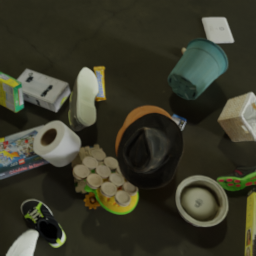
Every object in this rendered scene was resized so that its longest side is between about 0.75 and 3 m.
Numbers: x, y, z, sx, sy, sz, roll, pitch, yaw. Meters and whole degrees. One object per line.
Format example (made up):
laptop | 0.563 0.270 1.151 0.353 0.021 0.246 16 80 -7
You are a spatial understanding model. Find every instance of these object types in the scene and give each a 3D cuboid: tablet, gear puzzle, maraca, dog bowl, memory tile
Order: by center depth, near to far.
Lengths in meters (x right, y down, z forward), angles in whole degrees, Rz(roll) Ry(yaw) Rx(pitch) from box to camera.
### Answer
memory tile | -0.595 1.535 8.854 2.019 0.170 1.548 31 35 10
maraca | -0.558 2.013 9.241 1.933 1.034 1.325 34 53 4
dog bowl | 2.363 2.482 9.273 1.706 0.629 1.706 0 57 0
gear puzzle | -1.337 1.742 9.987 1.228 0.310 2.371 -12 59 -8
tablet | 4.653 -5.115 14.603 1.298 0.136 1.994 -1 57 -1

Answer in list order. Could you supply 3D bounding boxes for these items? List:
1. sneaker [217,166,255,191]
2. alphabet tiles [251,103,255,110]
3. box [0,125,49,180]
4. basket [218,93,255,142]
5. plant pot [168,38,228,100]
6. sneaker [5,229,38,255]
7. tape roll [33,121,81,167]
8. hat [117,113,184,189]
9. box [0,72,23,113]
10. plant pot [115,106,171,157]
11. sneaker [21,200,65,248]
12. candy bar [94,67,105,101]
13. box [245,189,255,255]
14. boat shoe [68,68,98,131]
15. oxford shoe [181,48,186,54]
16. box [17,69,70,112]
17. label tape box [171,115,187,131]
sneaker | 3.910 1.745 9.878 1.637 0.628 0.686 -10 27 -2
alphabet tiles | 5.889 -0.667 11.169 1.926 0.141 1.884 4 51 34
box | -4.001 0.899 10.442 2.177 0.410 1.487 -18 58 -12
basket | 4.322 -0.371 10.569 1.337 1.085 1.349 48 60 -21
plant pot | 2.806 -2.341 11.817 1.992 1.992 1.951 33 71 20
sneaker | -3.099 4.339 7.952 1.207 1.032 2.771 15 66 1
tape roll | -2.425 0.547 9.581 1.337 0.918 1.337 -16 51 20
hat | 0.445 0.615 8.344 2.388 0.963 2.388 -8 74 28
box | -5.363 -1.658 11.597 2.219 1.302 0.537 25 40 15
plant pot | 0.726 0.340 10.065 2.396 1.677 2.396 1 56 -1
sneaker | -2.682 2.911 8.858 2.008 0.831 0.720 36 63 21
candy bar | -1.265 -1.966 12.445 0.496 0.220 1.988 -4 57 -3
box | 4.239 3.264 8.745 0.964 0.642 2.563 12 57 8
boat shoe | -1.875 -1.215 11.448 1.069 0.894 2.991 28 44 -35
oxford shoe | 2.793 -3.625 13.517 0.278 0.290 0.784 -11 57 -7
box | -3.719 -1.606 11.967 2.131 0.641 1.243 19 59 13
label tape box | 1.969 -0.217 11.277 0.596 0.262 0.826 23 60 14
